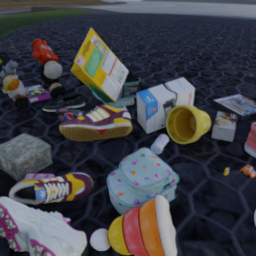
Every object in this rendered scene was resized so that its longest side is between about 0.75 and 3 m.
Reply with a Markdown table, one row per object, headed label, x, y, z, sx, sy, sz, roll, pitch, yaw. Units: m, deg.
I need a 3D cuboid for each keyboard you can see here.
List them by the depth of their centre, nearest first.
| label | x | y | z | sx | sy | sz | roll | pitch | yaw |
| --- | --- | --- | --- | --- | --- | --- | --- | --- | --- |
| keyboard | -4.199 | 1.822 | 8.938 | 1.632 | 0.209 | 0.980 | 8 | 37 | 12 |

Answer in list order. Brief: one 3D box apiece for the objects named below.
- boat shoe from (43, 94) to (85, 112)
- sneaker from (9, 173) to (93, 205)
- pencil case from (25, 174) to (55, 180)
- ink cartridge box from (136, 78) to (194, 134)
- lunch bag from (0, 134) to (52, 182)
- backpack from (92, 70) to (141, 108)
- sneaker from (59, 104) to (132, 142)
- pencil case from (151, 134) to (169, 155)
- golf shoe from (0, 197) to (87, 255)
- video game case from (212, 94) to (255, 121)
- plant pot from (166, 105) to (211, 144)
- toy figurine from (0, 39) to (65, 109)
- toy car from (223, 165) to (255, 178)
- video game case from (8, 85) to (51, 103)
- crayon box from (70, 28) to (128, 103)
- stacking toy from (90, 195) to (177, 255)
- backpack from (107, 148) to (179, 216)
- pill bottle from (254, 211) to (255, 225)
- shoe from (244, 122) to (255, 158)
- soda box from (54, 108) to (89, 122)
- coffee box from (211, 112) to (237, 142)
| label | x | y | z | sx | sy | sz | roll | pitch | yaw |
| --- | --- | --- | --- | --- | --- | --- | --- | --- | --- |
| boat shoe | -3.226 | -1.327 | 14.020 | 2.108 | 0.699 | 0.788 | -8 | 30 | -14 |
| sneaker | -2.161 | 1.812 | 7.976 | 2.290 | 0.858 | 1.032 | -8 | 1 | -2 |
| pencil case | -2.815 | 1.674 | 9.002 | 0.922 | 0.382 | 0.399 | 0 | 73 | -2 |
| ink cartridge box | 1.579 | -0.953 | 11.892 | 2.272 | 1.643 | 0.957 | -21 | 47 | -14 |
| lunch bag | -3.740 | 0.919 | 9.731 | 1.692 | 0.995 | 1.388 | 25 | 38 | 30 |
| backpack | -0.728 | -2.028 | 14.187 | 2.241 | 1.718 | 1.970 | -4 | 32 | -28 |
| sneaker | -1.334 | -0.279 | 11.404 | 2.906 | 1.089 | 1.309 | -1 | 56 | -16 |
| pencil case | 1.233 | 0.627 | 10.818 | 0.455 | 0.417 | 1.004 | -4 | 24 | 28 |
| golf shoe | -2.256 | 2.523 | 7.018 | 2.796 | 1.053 | 1.280 | 28 | 30 | 27 |
| video game case | 5.628 | -1.071 | 14.011 | 1.877 | 0.265 | 2.077 | -13 | 32 | -23 |
| plant pot | 2.557 | -0.172 | 11.324 | 1.430 | 1.520 | 1.520 | -6 | 26 | -43 |
| toy figurine | -4.644 | -2.401 | 13.507 | 2.951 | 2.997 | 2.085 | -25 | 75 | -19 |
| toy car | 3.777 | 1.474 | 9.403 | 1.017 | 0.338 | 0.499 | -7 | 30 | -14 |
| video game case | -5.382 | -1.805 | 15.259 | 1.833 | 0.328 | 1.661 | -18 | 34 | -29 |
| crayon box | -1.220 | -2.471 | 11.501 | 0.699 | 2.711 | 1.704 | 4 | 63 | 38 |
| stacking toy | 0.052 | 2.534 | 6.777 | 2.071 | 1.513 | 1.513 | -12 | 28 | 10 |
| backpack | 0.345 | 1.596 | 7.958 | 1.854 | 1.421 | 1.630 | -33 | 50 | -19 |
| pill bottle | 4.201 | 2.152 | 6.726 | 2.325 | 1.288 | 1.288 | 2 | 26 | -24 |
| shoe | 5.330 | 0.766 | 9.784 | 0.933 | 1.188 | 2.611 | -17 | 34 | -28 |
| soda box | -2.555 | -0.526 | 12.810 | 1.549 | 0.491 | 0.548 | 8 | 30 | 15 |
| coffee box | 4.108 | -0.079 | 11.897 | 0.856 | 0.597 | 1.497 | 12 | 31 | 20 |
